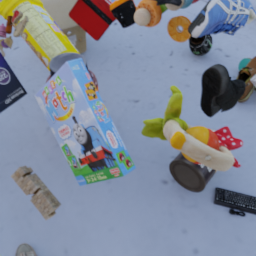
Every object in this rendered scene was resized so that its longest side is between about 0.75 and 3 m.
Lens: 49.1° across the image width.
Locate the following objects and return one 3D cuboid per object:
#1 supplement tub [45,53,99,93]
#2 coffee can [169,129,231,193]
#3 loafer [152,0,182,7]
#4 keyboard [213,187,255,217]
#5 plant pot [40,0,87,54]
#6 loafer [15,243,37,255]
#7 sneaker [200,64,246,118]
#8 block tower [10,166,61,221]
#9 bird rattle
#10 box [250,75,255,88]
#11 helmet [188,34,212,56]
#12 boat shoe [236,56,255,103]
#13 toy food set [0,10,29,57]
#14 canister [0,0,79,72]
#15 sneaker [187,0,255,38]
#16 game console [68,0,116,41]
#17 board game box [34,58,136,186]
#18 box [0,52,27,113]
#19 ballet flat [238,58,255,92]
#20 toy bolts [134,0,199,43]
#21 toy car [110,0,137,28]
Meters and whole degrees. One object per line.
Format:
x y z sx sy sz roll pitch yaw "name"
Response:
-1.603 -0.791 8.390 1.506 2.815 1.506 0 48 0 "supplement tub"
2.057 0.900 7.990 1.126 1.126 1.538 31 54 26 "coffee can"
0.835 -3.309 7.159 1.095 0.384 0.372 19 36 -2 "loafer"
2.979 2.050 7.598 1.250 0.160 0.751 12 48 12 "keyboard"
-2.916 -4.293 12.261 2.213 2.216 1.962 -23 62 -20 "plant pot"
-2.273 3.254 6.263 0.535 0.468 1.487 -15 49 -13 "loafer"
2.451 -1.002 7.069 1.159 2.222 0.667 -31 62 -10 "sneaker"
-1.990 1.391 6.112 0.362 0.338 1.251 -44 79 11 "block tower"
1.415 0.348 5.778 2.324 1.309 1.894 36 16 -9 "bird rattle"
3.541 -0.933 6.765 0.333 0.645 1.106 -47 26 9 "box"
3.200 -3.706 12.311 1.084 1.033 1.084 -8 75 32 "helmet"
4.474 -1.937 10.316 0.732 0.691 2.034 11 68 52 "boat shoe"
-2.711 -2.227 6.371 0.182 1.154 0.734 8 44 -52 "toy food set"
-2.567 -2.824 8.396 0.948 2.189 1.626 -37 7 15 "canister"
2.487 -2.837 7.091 2.580 0.977 0.994 -38 87 -31 "sneaker"
-1.215 -4.243 10.440 1.465 0.869 1.262 41 53 -7 "game console"
-0.984 0.013 5.804 0.424 1.753 2.317 -27 92 -40 "board game box"
-3.999 -0.821 6.313 1.077 1.927 2.730 -3 35 37 "box"
5.093 -1.814 10.819 0.820 0.868 2.575 19 35 -23 "ballet flat"
1.263 -3.336 8.250 1.837 1.924 1.334 49 54 -9 "toy bolts"
0.513 -4.682 9.435 1.446 2.948 0.981 1 63 -53 "toy car"
